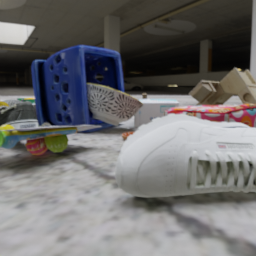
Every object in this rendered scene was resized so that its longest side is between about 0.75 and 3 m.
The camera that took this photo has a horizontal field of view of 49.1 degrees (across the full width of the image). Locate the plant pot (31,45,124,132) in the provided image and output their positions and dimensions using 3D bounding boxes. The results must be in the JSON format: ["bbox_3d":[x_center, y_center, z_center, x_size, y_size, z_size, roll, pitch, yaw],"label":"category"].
[{"bbox_3d":[-1.910,-1.391,10.671,2.586,2.876,2.876,-3,7,27],"label":"plant pot"}]

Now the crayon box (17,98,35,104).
[{"bbox_3d":[-5.318,-1.481,17.660,2.835,0.826,1.684,-6,10,-34],"label":"crayon box"}]

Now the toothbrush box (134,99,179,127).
[{"bbox_3d":[1.153,-0.635,11.441,1.692,0.986,2.311,1,10,7],"label":"toothbrush box"}]

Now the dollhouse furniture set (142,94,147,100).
[{"bbox_3d":[-0.010,-1.661,18.150,2.411,1.067,1.250,0,8,1],"label":"dollhouse furniture set"}]

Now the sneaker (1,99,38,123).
[{"bbox_3d":[-4.156,-0.420,10.271,1.228,1.108,2.998,-6,-2,19],"label":"sneaker"}]

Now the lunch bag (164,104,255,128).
[{"bbox_3d":[2.308,-0.160,7.814,2.643,1.083,2.328,-6,10,-34],"label":"lunch bag"}]

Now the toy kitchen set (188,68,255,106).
[{"bbox_3d":[4.823,-1.049,13.986,2.442,2.701,2.994,-2,-32,-36],"label":"toy kitchen set"}]

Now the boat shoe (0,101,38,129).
[{"bbox_3d":[-3.214,-0.154,7.519,2.585,0.823,0.914,-10,-5,41],"label":"boat shoe"}]

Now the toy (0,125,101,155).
[{"bbox_3d":[-1.862,0.281,6.138,1.489,0.610,2.585,-6,-5,26],"label":"toy"}]

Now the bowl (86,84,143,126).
[{"bbox_3d":[-0.638,-0.678,9.567,2.106,0.988,2.106,19,-4,1],"label":"bowl"}]

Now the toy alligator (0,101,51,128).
[{"bbox_3d":[-3.391,-0.176,8.746,2.414,0.800,0.580,20,30,-43],"label":"toy alligator"}]

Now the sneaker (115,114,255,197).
[{"bbox_3d":[1.252,0.460,3.999,2.958,1.130,1.191,-7,21,-28],"label":"sneaker"}]

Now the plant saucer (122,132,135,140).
[{"bbox_3d":[0.287,0.266,8.184,0.950,0.153,0.950,0,9,0],"label":"plant saucer"}]
